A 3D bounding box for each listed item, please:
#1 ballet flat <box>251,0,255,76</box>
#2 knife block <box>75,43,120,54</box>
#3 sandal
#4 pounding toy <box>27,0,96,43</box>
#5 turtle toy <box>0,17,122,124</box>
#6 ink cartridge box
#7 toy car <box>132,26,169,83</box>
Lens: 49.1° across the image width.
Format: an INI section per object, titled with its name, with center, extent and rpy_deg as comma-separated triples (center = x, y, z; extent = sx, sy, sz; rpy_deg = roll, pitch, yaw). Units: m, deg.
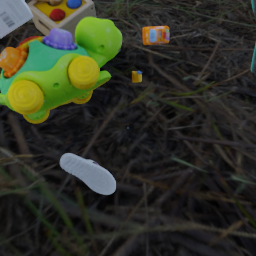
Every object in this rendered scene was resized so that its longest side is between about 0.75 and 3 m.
[ballet flat]
center = 3.224, -2.265, 5.891
extent = 1.076, 2.946, 1.076
rpy_deg = -11, 40, 10
[knife block]
center = -1.133, -2.532, 9.707
extent = 0.589, 1.616, 1.841
rpy_deg = 44, 108, 30
[sandal]
center = -0.727, 0.831, 5.412
extent = 1.210, 0.493, 0.297
rpy_deg = 37, 17, -11
[pounding toy]
center = -1.911, -3.066, 7.279
extent = 1.572, 1.117, 1.447
rpy_deg = 41, 73, 17
[turtle toy]
center = -1.268, -1.157, 5.367
extent = 2.717, 1.980, 1.373
rpy_deg = -27, 91, -14
[ink cartridge box]
center = -2.439, -1.822, 4.486
extent = 1.498, 0.868, 0.500
rpy_deg = -32, 51, 0
[toy car]
center = 0.532, -1.478, 5.693
extent = 0.625, 1.274, 0.424
rpy_deg = 7, 13, -26
